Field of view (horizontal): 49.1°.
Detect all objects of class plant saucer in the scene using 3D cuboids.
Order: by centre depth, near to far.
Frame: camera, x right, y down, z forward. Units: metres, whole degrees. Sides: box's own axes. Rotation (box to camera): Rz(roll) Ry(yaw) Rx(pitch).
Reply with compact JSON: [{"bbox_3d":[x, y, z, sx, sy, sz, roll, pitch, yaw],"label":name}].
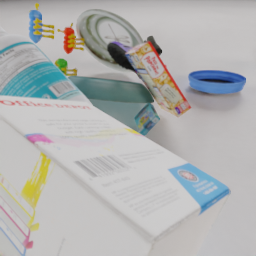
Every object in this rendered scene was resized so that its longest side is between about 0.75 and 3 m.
[{"bbox_3d":[-0.616,-1.111,7.808,2.757,0.496,2.757,5,10,-1],"label":"plant saucer"},{"bbox_3d":[-0.501,-3.196,10.034,2.779,2.779,0.697,16,65,26],"label":"plant saucer"}]

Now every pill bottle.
[{"bbox_3d":[-2.158,-0.883,5.953,2.751,1.524,1.524,46,44,7],"label":"pill bottle"}]

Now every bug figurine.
[{"bbox_3d":[-2.419,-2.539,9.087,0.737,2.221,2.864,7,6,17],"label":"bug figurine"}]

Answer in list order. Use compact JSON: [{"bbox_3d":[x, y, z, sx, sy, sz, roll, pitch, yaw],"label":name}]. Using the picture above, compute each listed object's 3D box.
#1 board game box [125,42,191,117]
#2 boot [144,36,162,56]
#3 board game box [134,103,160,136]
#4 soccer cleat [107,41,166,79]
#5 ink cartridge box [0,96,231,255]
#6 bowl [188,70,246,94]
[{"bbox_3d":[0.714,-1.239,7.176,0.436,1.881,1.425,-36,17,-1],"label":"board game box"},{"bbox_3d":[0.742,-2.732,10.149,0.384,1.134,0.741,-18,71,-39],"label":"boot"},{"bbox_3d":[0.468,-0.244,7.198,0.184,0.593,0.786,34,20,-25],"label":"board game box"},{"bbox_3d":[0.324,-2.247,9.224,2.300,0.842,0.784,30,-15,-27],"label":"soccer cleat"},{"bbox_3d":[-0.657,0.830,3.316,2.775,1.738,1.784,31,18,31],"label":"ink cartridge box"},{"bbox_3d":[2.980,-1.579,9.502,1.873,0.368,1.873,0,24,0],"label":"bowl"}]
